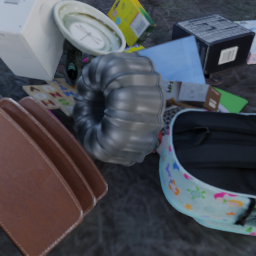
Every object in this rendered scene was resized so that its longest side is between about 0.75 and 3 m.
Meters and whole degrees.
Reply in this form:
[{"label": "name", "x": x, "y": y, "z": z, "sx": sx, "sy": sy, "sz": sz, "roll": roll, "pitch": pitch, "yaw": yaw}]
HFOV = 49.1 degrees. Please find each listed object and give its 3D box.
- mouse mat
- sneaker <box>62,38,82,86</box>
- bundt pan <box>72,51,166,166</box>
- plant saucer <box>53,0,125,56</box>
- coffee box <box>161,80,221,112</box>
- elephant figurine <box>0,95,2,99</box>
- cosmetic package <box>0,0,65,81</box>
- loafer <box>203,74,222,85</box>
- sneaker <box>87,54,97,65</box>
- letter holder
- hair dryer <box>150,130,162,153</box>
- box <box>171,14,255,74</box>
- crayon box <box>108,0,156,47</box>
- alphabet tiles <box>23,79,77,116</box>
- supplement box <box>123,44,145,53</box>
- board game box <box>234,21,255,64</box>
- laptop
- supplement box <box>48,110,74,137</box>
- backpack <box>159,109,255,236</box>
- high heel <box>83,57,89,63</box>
[{"label": "mouse mat", "x": 2.615, "y": -0.659, "z": 9.082, "sx": 1.836, "sy": 0.086, "sz": 2.282, "roll": 29, "pitch": 52, "yaw": 28}, {"label": "sneaker", "x": -1.715, "y": -2.099, "z": 8.729, "sx": 0.592, "sy": 1.570, "sz": 0.622, "roll": -5, "pitch": 9, "yaw": -11}, {"label": "bundt pan", "x": -0.461, "y": -0.470, "z": 6.524, "sx": 1.046, "sy": 2.786, "sz": 2.786, "roll": 2, "pitch": 36, "yaw": -36}, {"label": "plant saucer", "x": -1.216, "y": -2.890, "z": 8.563, "sx": 2.343, "sy": 0.588, "sz": 2.343, "roll": 22, "pitch": 43, "yaw": -22}, {"label": "coffee box", "x": 1.754, "y": -0.917, "z": 8.077, "sx": 1.529, "sy": 0.610, "sz": 0.874, "roll": 16, "pitch": 0, "yaw": 42}, {"label": "elephant figurine", "x": -4.882, "y": -1.534, "z": 8.993, "sx": 1.169, "sy": 1.507, "sz": 1.066, "roll": -22, "pitch": 47, "yaw": -22}, {"label": "cosmetic package", "x": -2.904, "y": -3.017, "z": 8.360, "sx": 1.394, "sy": 2.268, "sz": 2.260, "roll": 10, "pitch": 69, "yaw": 10}, {"label": "loafer", "x": 2.862, "y": -1.801, "z": 10.124, "sx": 1.131, "sy": 0.356, "sz": 0.407, "roll": 2, "pitch": 43, "yaw": 3}, {"label": "sneaker", "x": -1.056, "y": -1.922, "z": 9.282, "sx": 0.940, "sy": 1.027, "sz": 2.410, "roll": 4, "pitch": 40, "yaw": -14}, {"label": "letter holder", "x": -1.858, "y": 0.684, "z": 5.476, "sx": 2.046, "sy": 1.448, "sz": 2.879, "roll": -40, "pitch": 86, "yaw": -18}, {"label": "hair dryer", "x": 0.511, "y": -0.304, "z": 7.346, "sx": 0.639, "sy": 1.790, "sz": 2.350, "roll": -10, "pitch": 0, "yaw": -1}, {"label": "box", "x": 3.218, "y": -3.316, "z": 10.985, "sx": 2.232, "sy": 1.376, "sz": 2.214, "roll": -18, "pitch": 46, "yaw": -19}, {"label": "crayon box", "x": 0.105, "y": -4.430, "z": 11.468, "sx": 0.515, "sy": 1.288, "sz": 2.030, "roll": -13, "pitch": 66, "yaw": -47}, {"label": "alphabet tiles", "x": -1.625, "y": -1.051, "z": 8.732, "sx": 2.829, "sy": 0.107, "sz": 2.364, "roll": -10, "pitch": 37, "yaw": -42}, {"label": "supplement box", "x": 0.479, "y": -2.373, "z": 10.389, "sx": 0.813, "sy": 0.818, "sz": 1.493, "roll": -26, "pitch": 49, "yaw": -26}, {"label": "board game box", "x": 5.910, "y": -3.698, "z": 11.858, "sx": 2.518, "sy": 0.546, "sz": 2.506, "roll": -3, "pitch": 48, "yaw": -2}, {"label": "laptop", "x": 1.533, "y": -0.995, "z": 8.178, "sx": 2.802, "sy": 1.734, "sz": 2.992, "roll": -20, "pitch": 47, "yaw": -16}, {"label": "supplement box", "x": -2.255, "y": 0.251, "z": 7.483, "sx": 0.982, "sy": 0.961, "sz": 1.900, "roll": -28, "pitch": 51, "yaw": -26}, {"label": "backpack", "x": 2.084, "y": 0.843, "z": 5.927, "sx": 2.854, "sy": 2.148, "sz": 2.533, "roll": 10, "pitch": 43, "yaw": -6}, {"label": "high heel", "x": -1.455, "y": -2.887, "z": 11.258, "sx": 0.823, "sy": 0.395, "sz": 0.277, "roll": -19, "pitch": 46, "yaw": -19}]
